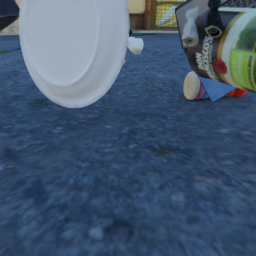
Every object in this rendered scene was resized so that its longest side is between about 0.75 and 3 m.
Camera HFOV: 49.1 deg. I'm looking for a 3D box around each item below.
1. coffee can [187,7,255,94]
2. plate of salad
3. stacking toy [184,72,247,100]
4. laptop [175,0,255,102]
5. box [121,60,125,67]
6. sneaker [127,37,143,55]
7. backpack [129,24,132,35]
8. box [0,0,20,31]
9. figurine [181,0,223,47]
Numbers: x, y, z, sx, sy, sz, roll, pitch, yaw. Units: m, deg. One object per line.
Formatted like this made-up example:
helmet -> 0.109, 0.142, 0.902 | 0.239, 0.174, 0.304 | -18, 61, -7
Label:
coffee can -> 2.674, -1.648, 5.975 | 1.704, 1.704, 2.329 | -12, 27, -26
plate of salad -> -0.715, -1.219, 3.508 | 1.934, 1.934, 0.464 | 17, 20, 34
stacking toy -> 3.781, -1.708, 11.748 | 2.697, 1.151, 1.151 | 1, 22, -12
laptop -> 3.059, -2.553, 7.656 | 2.790, 1.727, 2.980 | -31, -21, 7
box -> -0.979, -2.531, 9.511 | 1.437, 0.764, 1.094 | 43, 10, 16
sneaker -> 0.374, -3.474, 12.189 | 0.613, 0.721, 1.629 | -30, 31, 0
backpack -> -0.572, -2.616, 6.928 | 1.043, 1.095, 0.843 | -25, 20, 15
box -> -3.603, -2.866, 6.294 | 1.635, 1.607, 1.013 | -23, 18, 23
figurine -> 1.541, -2.260, 5.878 | 0.397, 0.900, 0.923 | 24, -23, -39
